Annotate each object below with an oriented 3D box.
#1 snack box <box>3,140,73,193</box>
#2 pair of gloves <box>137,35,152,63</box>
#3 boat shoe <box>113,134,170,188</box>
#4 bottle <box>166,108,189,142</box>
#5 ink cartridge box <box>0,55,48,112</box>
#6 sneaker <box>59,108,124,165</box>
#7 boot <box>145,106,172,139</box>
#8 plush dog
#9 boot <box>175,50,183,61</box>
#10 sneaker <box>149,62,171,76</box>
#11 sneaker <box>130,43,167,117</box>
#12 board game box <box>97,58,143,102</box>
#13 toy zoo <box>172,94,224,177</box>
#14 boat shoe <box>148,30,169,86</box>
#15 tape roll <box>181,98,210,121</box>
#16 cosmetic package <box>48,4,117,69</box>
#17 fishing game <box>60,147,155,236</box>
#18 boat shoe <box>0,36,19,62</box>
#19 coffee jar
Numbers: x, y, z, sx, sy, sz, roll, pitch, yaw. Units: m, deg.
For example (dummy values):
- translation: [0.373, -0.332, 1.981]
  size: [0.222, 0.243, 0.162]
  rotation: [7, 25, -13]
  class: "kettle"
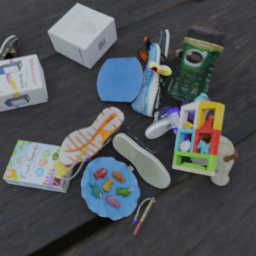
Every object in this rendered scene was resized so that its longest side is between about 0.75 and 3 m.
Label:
- translation: [-2.935, 1.292, 9.493]
  size: [2.032, 0.538, 1.445]
  rotation: [8, 59, 5]
  class: "snack box"
- translation: [0.724, -3.402, 12.094]
  size: [0.117, 0.843, 0.946]
  rotation: [17, 77, 35]
  class: "pair of gloves"
- translation: [0.518, 1.024, 9.409]
  size: [2.365, 0.882, 0.736]
  rotation: [42, 28, 11]
  class: "boat shoe"
- translation: [1.770, -0.045, 9.849]
  size: [0.424, 0.543, 1.299]
  rotation: [-20, 85, -9]
  class: "bottle"
- translation: [-4.529, -1.717, 10.976]
  size: [2.385, 1.043, 1.733]
  rotation: [-12, 64, -10]
  class: "ink cartridge box"
- translation: [-1.191, 0.425, 9.675]
  size: [2.665, 1.029, 1.043]
  rotation: [-38, 74, -24]
  class: "sneaker"
- translation: [1.161, -0.226, 10.387]
  size: [1.713, 0.623, 0.774]
  rotation: [-24, 52, -28]
  class: "boot"
- translation: [3.025, 0.809, 9.271]
  size: [1.696, 1.361, 1.457]
  rotation: [41, 39, -6]
  class: "plush dog"
- translation: [2.789, -2.879, 11.888]
  size: [1.121, 1.484, 0.536]
  rotation: [36, 102, 55]
  class: "boot"
- translation: [1.102, -2.003, 9.791]
  size: [0.845, 0.330, 0.382]
  rotation: [19, 41, -3]
  class: "sneaker"
- translation: [0.685, -1.892, 10.691]
  size: [1.266, 1.104, 2.816]
  rotation: [10, 87, 22]
  class: "sneaker"
- translation: [-0.253, -1.828, 10.877]
  size: [2.128, 0.414, 1.681]
  rotation: [6, 88, 33]
  class: "board game box"
- translation: [2.150, 0.145, 8.678]
  size: [0.254, 1.627, 2.480]
  rotation: [13, 84, -31]
  class: "toy zoo"
- translation: [1.241, -2.951, 11.727]
  size: [0.796, 0.964, 2.574]
  rotation: [6, 78, 6]
  class: "boat shoe"
- translation: [2.608, -0.835, 10.842]
  size: [1.058, 0.449, 1.058]
  rotation: [0, 59, -1]
  class: "tape roll"
- translation: [-1.936, -4.016, 12.202]
  size: [2.047, 1.258, 2.040]
  rotation: [31, 69, 18]
  class: "cosmetic package"
- translation: [-0.450, 1.748, 8.504]
  size: [2.836, 0.441, 2.030]
  rotation: [41, 45, 0]
  class: "fishing game"
- translation: [-5.204, -3.127, 12.116]
  size: [0.598, 0.708, 1.985]
  rotation: [20, 68, 8]
  class: "boat shoe"
- translation: [2.428, -2.215, 9.949]
  size: [1.354, 2.596, 1.107]
  rotation: [24, 18, 26]
  class: "coffee jar"
